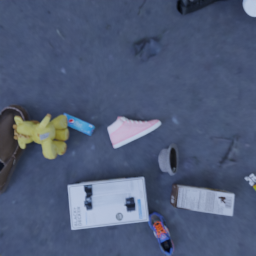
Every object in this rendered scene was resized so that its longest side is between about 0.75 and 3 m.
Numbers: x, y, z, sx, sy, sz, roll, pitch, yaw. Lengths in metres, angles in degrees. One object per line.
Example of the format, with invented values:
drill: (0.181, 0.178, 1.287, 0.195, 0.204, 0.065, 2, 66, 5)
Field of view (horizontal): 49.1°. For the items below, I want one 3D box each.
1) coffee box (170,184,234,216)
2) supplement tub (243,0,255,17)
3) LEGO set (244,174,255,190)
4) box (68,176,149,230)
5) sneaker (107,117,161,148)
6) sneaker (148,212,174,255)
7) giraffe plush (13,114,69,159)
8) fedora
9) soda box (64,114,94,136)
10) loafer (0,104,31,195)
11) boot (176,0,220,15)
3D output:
coffee box: (2.117, 2.081, 8.201, 1.624, 0.918, 0.648, 8, 83, 2)
supplement tub: (4.045, -4.027, 8.754, 0.838, 0.838, 1.156, 25, 45, 3)
LEGO set: (4.097, 1.815, 8.326, 0.472, 0.438, 1.149, -45, 53, 12)
box: (-0.580, 2.199, 8.306, 2.241, 0.674, 1.307, -5, 83, 0)
sneaker: (0.135, -0.077, 8.604, 1.640, 0.617, 0.857, -25, 89, 1)
sneaker: (1.017, 3.128, 8.268, 0.512, 0.533, 1.359, -27, 84, -4)
giraffe plush: (-2.615, 0.181, 8.107, 1.253, 1.545, 1.333, 6, 84, 18)
fedora: (1.200, 0.959, 8.502, 0.436, 0.855, 0.966, -5, 76, 30)
soda box: (-1.579, -0.101, 8.752, 1.003, 0.340, 0.322, 24, 84, 3)
loafer: (-3.717, 0.664, 8.312, 1.055, 1.026, 2.890, 14, 83, 2)
boot: (2.402, -4.582, 8.825, 1.852, 0.608, 1.527, -16, 128, -1)
